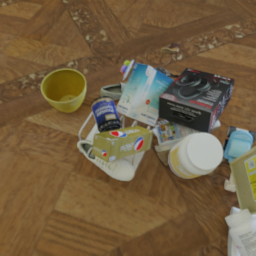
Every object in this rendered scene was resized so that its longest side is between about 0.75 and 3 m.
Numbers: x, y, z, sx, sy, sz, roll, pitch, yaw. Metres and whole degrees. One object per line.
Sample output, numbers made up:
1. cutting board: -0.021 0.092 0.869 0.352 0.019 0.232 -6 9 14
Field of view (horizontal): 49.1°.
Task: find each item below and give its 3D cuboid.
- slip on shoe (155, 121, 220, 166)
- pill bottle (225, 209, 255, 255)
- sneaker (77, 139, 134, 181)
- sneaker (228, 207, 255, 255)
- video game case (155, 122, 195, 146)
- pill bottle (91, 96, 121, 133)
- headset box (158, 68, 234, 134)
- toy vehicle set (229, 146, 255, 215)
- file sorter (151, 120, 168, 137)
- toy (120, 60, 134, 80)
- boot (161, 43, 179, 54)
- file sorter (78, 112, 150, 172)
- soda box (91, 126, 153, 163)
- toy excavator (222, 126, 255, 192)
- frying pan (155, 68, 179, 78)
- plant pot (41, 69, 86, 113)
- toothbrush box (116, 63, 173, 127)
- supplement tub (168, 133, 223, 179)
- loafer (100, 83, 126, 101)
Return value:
1. slip on shoe: 2.423 0.539 10.942 2.860 1.087 0.866 -23 91 -20
2. pill bottle: 3.613 3.316 8.339 0.902 0.902 1.591 -18 69 -11
3. sneaker: -0.762 1.076 9.191 2.131 0.858 0.814 30 90 21
4. sneaker: 3.844 3.578 9.105 1.065 0.679 1.842 12 57 11
5. video game case: 1.723 0.123 10.326 1.337 0.120 0.957 -14 46 8
6. pill bottle: -0.719 -0.288 9.691 0.836 0.836 1.495 -15 64 -10
7. headset box: 2.487 -1.022 10.409 2.002 1.039 2.690 21 45 27
8. toy vehicle set: 3.918 1.559 8.271 0.394 2.974 1.848 -5 70 -4
9. file sorter: 1.506 0.020 11.209 0.904 0.563 0.627 -20 57 -45
10. toy: -0.069 -2.130 9.971 0.307 0.748 1.300 27 16 -1
11. boot: 2.166 -4.086 14.296 0.871 0.315 0.724 8 46 7
12. file sorter: -0.514 0.383 10.660 2.334 1.453 1.620 22 60 12
13. soda box: -0.118 0.447 8.732 0.709 0.670 2.094 21 20 36
14. toy excavator: 3.987 1.119 10.391 0.969 1.886 1.940 16 31 13
15. frying pan: 1.749 -2.420 13.228 1.560 0.254 0.944 22 61 17
16. plant pot: -2.633 -1.395 11.913 1.831 1.300 1.831 0 57 -1
17. toothbrush box: 0.624 -1.235 10.611 0.844 1.448 1.978 29 97 52
18. supplement tub: 2.199 0.943 9.326 1.351 1.859 1.351 2 74 -7
19. loafer: -0.212 -1.660 12.429 2.045 0.713 0.715 -12 58 -8
